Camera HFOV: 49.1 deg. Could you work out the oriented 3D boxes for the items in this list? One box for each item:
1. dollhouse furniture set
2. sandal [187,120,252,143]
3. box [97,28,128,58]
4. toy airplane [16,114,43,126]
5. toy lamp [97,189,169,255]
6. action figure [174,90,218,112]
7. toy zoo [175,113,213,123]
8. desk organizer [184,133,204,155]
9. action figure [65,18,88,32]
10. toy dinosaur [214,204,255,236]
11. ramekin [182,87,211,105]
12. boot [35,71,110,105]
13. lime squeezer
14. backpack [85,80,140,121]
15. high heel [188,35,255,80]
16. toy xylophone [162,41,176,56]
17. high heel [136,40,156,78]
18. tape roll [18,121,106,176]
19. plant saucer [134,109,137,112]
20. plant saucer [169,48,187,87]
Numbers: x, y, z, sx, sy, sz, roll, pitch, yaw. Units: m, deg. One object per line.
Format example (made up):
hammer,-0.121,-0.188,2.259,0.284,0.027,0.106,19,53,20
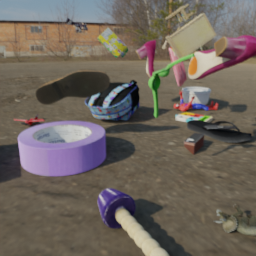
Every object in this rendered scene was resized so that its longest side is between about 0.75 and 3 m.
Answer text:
dollhouse furniture set,1.657,-2.663,8.268,1.129,1.489,1.699,-34,16,6
sandal,3.565,0.006,11.385,1.074,0.605,2.824,-15,23,-39
box,-0.724,-4.225,14.148,0.373,1.541,0.904,-34,18,47
toy airplane,-4.480,-0.335,13.003,1.483,0.273,1.483,0,18,0
toy lamp,0.197,1.945,5.156,0.797,0.797,2.737,-10,23,-28
action figure,3.633,-1.485,15.269,2.392,1.184,0.780,-6,18,-10
toy zoo,3.076,-0.466,13.563,1.707,0.175,1.120,13,22,34
desk organizer,2.354,0.553,9.970,0.400,0.429,1.115,11,21,31
action figure,-2.047,-4.146,11.333,0.945,0.328,0.615,20,34,-17
toy dinosaur,2.429,1.968,5.724,1.296,0.499,0.663,14,35,18
ramekin,4.080,-1.905,16.905,1.677,0.880,1.677,0,17,0
boot,-1.895,-1.562,9.862,2.625,0.966,0.990,-11,26,10
lime squeezer,0.848,-1.148,6.789,0.372,1.973,0.697,-6,52,-33
backpack,-0.771,-1.172,13.396,2.202,1.623,2.412,7,36,24
high heel,2.339,-1.698,7.047,1.060,0.745,2.211,1,-13,-13
toy xylophone,2.123,-3.473,11.948,1.198,0.411,1.636,2,30,21
high heel,1.348,-3.261,14.293,1.110,2.315,0.780,-30,26,5
tape roll,-2.109,0.569,9.172,2.733,0.897,2.733,0,19,0
plant saucer,-0.562,-1.175,15.580,2.172,0.320,2.172,0,19,0
plant saucer,2.477,-3.024,13.813,0.494,1.950,1.950,-15,16,9
